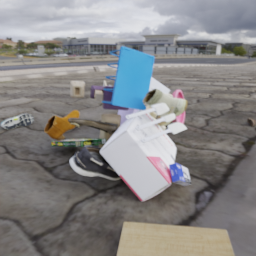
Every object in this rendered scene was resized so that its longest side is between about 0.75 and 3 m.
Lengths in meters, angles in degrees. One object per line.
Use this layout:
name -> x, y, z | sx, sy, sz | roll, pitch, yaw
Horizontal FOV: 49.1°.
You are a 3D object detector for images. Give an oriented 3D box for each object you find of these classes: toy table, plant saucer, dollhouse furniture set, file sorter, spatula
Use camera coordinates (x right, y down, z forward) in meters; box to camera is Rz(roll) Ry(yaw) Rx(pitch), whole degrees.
toy table -> 0.596, -0.598, 11.351 | 1.502, 2.357, 2.565 | 25, 28, -15
plant saucer -> 2.341, -0.941, 13.614 | 0.454, 1.789, 1.789 | -1, 16, 26
dollhouse furniture set -> -1.199, -0.533, 10.946 | 2.119, 2.674, 1.898 | 2, 20, -10
file sorter -> -0.074, -1.555, 9.143 | 1.233, 1.777, 1.090 | 8, 3, -32
spatula -> 0.732, -0.164, 7.593 | 1.585, 0.127, 1.102 | -18, 64, -34

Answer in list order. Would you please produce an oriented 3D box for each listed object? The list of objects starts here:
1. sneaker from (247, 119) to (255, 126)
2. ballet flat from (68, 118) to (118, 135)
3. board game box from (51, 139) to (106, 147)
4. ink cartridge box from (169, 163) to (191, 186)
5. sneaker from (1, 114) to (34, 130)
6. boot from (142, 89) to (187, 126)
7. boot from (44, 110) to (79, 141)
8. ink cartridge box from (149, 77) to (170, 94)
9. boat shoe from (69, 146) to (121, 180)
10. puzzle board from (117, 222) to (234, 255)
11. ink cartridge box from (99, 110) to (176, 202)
sneaker -> 6.424, -0.304, 14.391 | 0.339, 0.316, 0.898 | 5, 19, 5
ballet flat -> -1.133, -0.055, 9.195 | 1.745, 0.405, 0.588 | 9, 2, -30
board game box -> -1.907, 0.556, 10.595 | 2.090, 0.245, 1.095 | -3, -2, 44
ink cartridge box -> 1.461, 1.320, 7.836 | 0.228, 0.485, 1.032 | -20, -25, 23
sneaker -> -5.587, -0.355, 14.141 | 1.626, 0.630, 0.647 | -16, 16, -40
boot -> 0.970, -0.636, 8.862 | 1.196, 0.558, 1.547 | 20, -28, -17
boot -> -2.623, -0.261, 11.210 | 0.556, 1.581, 1.132 | 22, -18, 25
ink cartridge box -> 0.972, -1.433, 12.173 | 1.154, 0.663, 1.590 | 33, -18, -4
boat shoe -> -0.660, 0.990, 8.397 | 2.383, 0.719, 0.880 | 19, 31, -50
puzzle board -> 0.949, 2.618, 5.662 | 2.358, 0.205, 1.777 | 2, 19, 7
ink cartridge box -> 0.456, 0.680, 8.624 | 1.084, 1.918, 2.618 | -38, 6, 20
